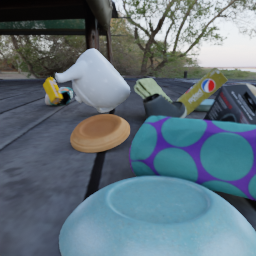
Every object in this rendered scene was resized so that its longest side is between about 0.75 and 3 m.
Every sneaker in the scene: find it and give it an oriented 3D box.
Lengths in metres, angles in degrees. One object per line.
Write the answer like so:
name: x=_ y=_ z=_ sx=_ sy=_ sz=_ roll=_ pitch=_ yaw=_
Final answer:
sneaker: x=-3.101 y=-1.499 z=13.714 sx=0.893 sy=0.798 sz=2.236 roll=7 pitch=19 yaw=14
sneaker: x=1.030 y=-0.591 z=7.494 sx=0.665 sy=0.944 sz=1.777 roll=-4 pitch=23 yaw=34

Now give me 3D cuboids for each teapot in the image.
teapot: x=-1.148 y=-1.510 z=10.053 sx=1.720 sy=2.355 sz=2.325 roll=-41 pitch=13 yaw=10

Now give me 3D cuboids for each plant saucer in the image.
plant saucer: x=-0.666 y=0.056 z=6.498 sx=1.413 sy=0.264 sz=1.413 roll=-9 pitch=31 yaw=5
plant saucer: x=3.324 y=-0.953 z=12.007 sx=1.849 sy=0.356 sz=1.849 roll=0 pitch=13 yaw=0
plant saucer: x=0.330 y=0.951 z=3.137 sx=2.173 sy=0.418 sz=2.173 roll=1 pitch=12 yaw=0

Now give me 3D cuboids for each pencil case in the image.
pencil case: x=1.301 y=0.432 z=3.989 sx=2.456 sy=1.045 sz=1.135 roll=8 pitch=-17 yaw=29

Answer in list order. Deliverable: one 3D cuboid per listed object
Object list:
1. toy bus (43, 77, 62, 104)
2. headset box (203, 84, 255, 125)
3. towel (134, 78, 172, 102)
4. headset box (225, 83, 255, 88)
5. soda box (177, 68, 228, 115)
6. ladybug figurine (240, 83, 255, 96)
toy bus: x=-3.254 y=-1.623 z=11.996 sx=0.411 sy=1.264 sz=0.495 roll=-40 pitch=-26 yaw=23
headset box: x=1.792 y=-0.019 z=4.722 sx=0.511 sy=1.322 sz=0.984 roll=-6 pitch=52 yaw=-17
towel: x=0.974 y=-1.025 z=9.807 sx=0.417 sy=1.694 sz=2.283 roll=-40 pitch=1 yaw=21
headset box: x=4.162 y=-0.974 z=10.088 sx=0.629 sy=1.212 sz=1.629 roll=-8 pitch=14 yaw=-36
soda box: x=2.758 y=-1.386 z=10.656 sx=1.957 sy=0.663 sz=0.627 roll=-42 pitch=3 yaw=15
ladybug figurine: x=2.727 y=-0.528 z=7.349 sx=1.132 sy=1.668 sz=0.600 roll=-14 pitch=53 yaw=-21
